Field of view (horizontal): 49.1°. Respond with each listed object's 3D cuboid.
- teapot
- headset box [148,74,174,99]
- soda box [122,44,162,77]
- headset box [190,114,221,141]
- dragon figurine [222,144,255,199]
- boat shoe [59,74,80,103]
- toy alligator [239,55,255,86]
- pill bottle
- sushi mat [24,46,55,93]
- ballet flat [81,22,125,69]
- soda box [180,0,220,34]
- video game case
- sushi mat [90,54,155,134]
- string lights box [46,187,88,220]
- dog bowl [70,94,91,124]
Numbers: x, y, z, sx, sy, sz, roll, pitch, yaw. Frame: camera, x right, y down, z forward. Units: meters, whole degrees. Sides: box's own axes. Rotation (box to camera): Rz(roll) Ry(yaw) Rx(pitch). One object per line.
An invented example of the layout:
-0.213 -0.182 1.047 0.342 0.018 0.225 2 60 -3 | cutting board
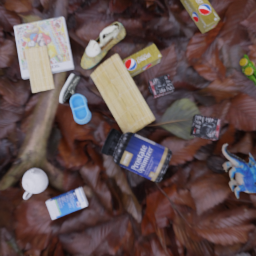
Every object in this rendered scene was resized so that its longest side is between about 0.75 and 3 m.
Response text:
-3.017 1.738 8.820 0.850 0.629 0.861 -19 96 23 | teapot
1.100 -1.426 9.684 0.822 0.317 0.612 -18 80 -2 | headset box
0.315 -2.233 9.726 1.636 0.524 0.554 -29 82 -6 | soda box
2.634 0.001 9.395 0.954 0.368 0.710 11 81 1 | headset box
3.728 1.325 8.621 1.321 0.782 2.657 -23 107 6 | dragon figurine
-2.007 -1.329 9.627 0.355 0.395 1.117 23 79 5 | boat shoe
4.203 -1.808 9.529 0.540 0.391 1.628 9 52 -33 | toy alligator
0.248 0.816 8.843 2.038 1.140 1.140 24 80 4 | pill bottle
-3.072 -2.045 9.699 0.785 0.099 1.640 -13 82 -1 | sushi mat
-0.947 -2.927 9.759 2.055 0.726 0.726 -43 82 -7 | ballet flat
2.527 -4.335 10.097 0.586 0.554 1.729 -29 80 -6 | soda box
-3.012 -2.864 9.992 1.825 0.230 2.006 -12 80 -3 | video game case
-0.218 -1.069 9.386 1.242 0.157 2.597 -33 83 25 | sushi mat
-1.941 2.402 8.931 1.172 0.345 0.602 -21 88 -4 | string lights box
-1.653 -0.667 9.545 0.594 0.264 1.066 -18 77 -1 | dog bowl
